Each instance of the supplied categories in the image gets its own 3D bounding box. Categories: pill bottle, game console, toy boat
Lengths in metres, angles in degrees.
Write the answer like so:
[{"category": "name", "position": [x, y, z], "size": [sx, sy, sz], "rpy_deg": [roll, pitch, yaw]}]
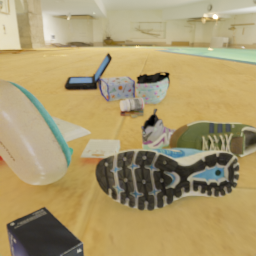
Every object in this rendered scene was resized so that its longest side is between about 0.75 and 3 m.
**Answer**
[{"category": "pill bottle", "position": [0.139, -0.898, 10.880], "size": [0.853, 0.486, 0.486], "rpy_deg": [-10, 22, -20]}, {"category": "game console", "position": [-2.287, -3.306, 16.042], "size": [2.602, 1.722, 2.959], "rpy_deg": [-2, 20, -6]}, {"category": "toy boat", "position": [-2.416, 0.156, 6.250], "size": [2.905, 2.442, 1.350], "rpy_deg": [-23, 12, 47]}]

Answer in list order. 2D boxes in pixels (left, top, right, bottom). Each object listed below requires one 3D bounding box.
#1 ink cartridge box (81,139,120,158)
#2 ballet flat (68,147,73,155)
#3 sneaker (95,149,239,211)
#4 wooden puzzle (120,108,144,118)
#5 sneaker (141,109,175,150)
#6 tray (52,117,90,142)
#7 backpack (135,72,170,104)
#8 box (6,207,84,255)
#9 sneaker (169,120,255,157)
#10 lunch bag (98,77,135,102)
[{"category": "ink cartridge box", "position": [-0.699, 0.627, 7.399], "size": [0.863, 0.267, 1.065], "rpy_deg": [1, 24, 7]}, {"category": "ballet flat", "position": [-1.755, 0.705, 7.021], "size": [0.893, 0.301, 0.314], "rpy_deg": [-17, 1, -29]}, {"category": "sneaker", "position": [0.729, 0.946, 5.732], "size": [2.843, 1.114, 1.279], "rpy_deg": [2, 1, -14]}, {"category": "wooden puzzle", "position": [0.170, -0.644, 11.069], "size": [0.900, 0.107, 1.518], "rpy_deg": [1, 20, 4]}, {"category": "sneaker", "position": [0.902, -0.026, 7.801], "size": [0.607, 1.093, 1.563], "rpy_deg": [-4, 13, 38]}, {"category": "tray", "position": [-2.326, -0.022, 9.180], "size": [2.115, 0.235, 1.136], "rpy_deg": [17, 27, 39]}, {"category": "backpack", "position": [1.080, -1.817, 12.682], "size": [1.612, 1.223, 1.932], "rpy_deg": [-7, 17, 19]}, {"category": "box", "position": [-1.016, 1.668, 3.467], "size": [0.579, 0.940, 0.932], "rpy_deg": [-18, 27, -41]}, {"category": "sneaker", "position": [2.463, 0.307, 7.219], "size": [2.597, 0.871, 1.166], "rpy_deg": [-5, 13, -22]}, {"category": "lunch bag", "position": [-0.576, -1.929, 13.307], "size": [1.410, 1.027, 1.659], "rpy_deg": [-9, 29, -19]}]
